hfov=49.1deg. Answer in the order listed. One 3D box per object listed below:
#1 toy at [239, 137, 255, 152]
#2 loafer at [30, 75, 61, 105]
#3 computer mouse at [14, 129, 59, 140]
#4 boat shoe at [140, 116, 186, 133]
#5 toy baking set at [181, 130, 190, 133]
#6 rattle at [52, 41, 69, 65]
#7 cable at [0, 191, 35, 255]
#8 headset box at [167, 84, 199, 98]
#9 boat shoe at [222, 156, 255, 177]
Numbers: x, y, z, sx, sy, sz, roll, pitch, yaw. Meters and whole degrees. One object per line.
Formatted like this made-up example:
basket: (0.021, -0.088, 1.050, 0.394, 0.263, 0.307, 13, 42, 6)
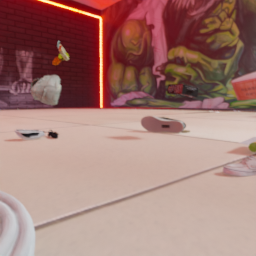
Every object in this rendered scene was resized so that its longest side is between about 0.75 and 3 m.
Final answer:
toy: (4.549, 0.613, 9.572, 0.992, 0.407, 1.723, 9, 9, 41)
loafer: (-1.537, -0.761, 5.175, 0.497, 0.498, 1.425, 15, 9, -19)
computer mouse: (-4.062, 0.320, 12.374, 1.899, 0.417, 1.041, 2, 8, -38)
boat shoe: (1.847, -0.154, 14.795, 2.382, 0.842, 0.759, 10, 12, 23)
toy baking set: (2.829, 0.189, 14.865, 0.883, 0.103, 0.678, -1, 4, -12)
rattle: (-3.041, -3.167, 11.919, 0.840, 0.766, 1.176, -12, 5, 3)
cable: (-2.122, 1.173, 1.803, 2.932, 1.015, 2.932, -3, 7, -35)
headset box: (2.363, -1.580, 11.967, 0.866, 0.450, 1.164, 8, 3, -26)
boat shoe: (2.953, 0.891, 6.796, 1.385, 0.453, 0.509, -1, 6, -12)
